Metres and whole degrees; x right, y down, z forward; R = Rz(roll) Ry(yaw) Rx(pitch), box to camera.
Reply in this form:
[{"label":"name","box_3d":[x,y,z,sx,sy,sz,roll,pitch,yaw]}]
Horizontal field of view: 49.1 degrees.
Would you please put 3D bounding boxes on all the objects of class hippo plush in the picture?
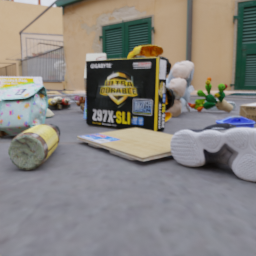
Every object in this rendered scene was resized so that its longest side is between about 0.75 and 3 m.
[{"label":"hippo plush","box_3d":[1.576,-1.904,12.593,2.395,2.373,2.979,12,14,20]}]

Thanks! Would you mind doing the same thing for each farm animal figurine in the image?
[{"label":"farm animal figurine","box_3d":[-1.925,-1.038,13.330,1.424,0.751,1.440,11,3,-13]}]

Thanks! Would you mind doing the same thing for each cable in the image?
[{"label":"cable","box_3d":[-4.183,-1.393,15.314,2.797,0.704,1.359,9,12,43]}]

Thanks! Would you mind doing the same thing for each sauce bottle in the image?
[{"label":"sauce bottle","box_3d":[-1.701,0.266,5.478,0.644,0.644,1.990,-1,7,-3]}]

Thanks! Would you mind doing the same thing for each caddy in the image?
[{"label":"caddy","box_3d":[2.891,-0.051,7.574,1.051,0.552,0.743,-3,9,-15]}]

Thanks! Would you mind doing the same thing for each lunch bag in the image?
[{"label":"lunch bag","box_3d":[-2.783,-0.528,7.426,1.114,1.308,0.797,-3,-19,18]}]

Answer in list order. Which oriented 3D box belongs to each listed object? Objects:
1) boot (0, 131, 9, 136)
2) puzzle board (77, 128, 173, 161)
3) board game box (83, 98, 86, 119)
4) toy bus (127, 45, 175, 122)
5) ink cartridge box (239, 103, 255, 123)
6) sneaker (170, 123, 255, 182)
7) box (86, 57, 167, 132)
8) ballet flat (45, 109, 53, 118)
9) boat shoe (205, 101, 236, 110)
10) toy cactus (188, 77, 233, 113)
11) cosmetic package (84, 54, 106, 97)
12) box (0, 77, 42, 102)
[{"label":"boot","box_3d":[-3.609,0.091,7.691,0.597,0.295,0.769,-2,17,3]},{"label":"puzzle board","box_3d":[0.230,0.340,6.290,1.843,0.213,2.446,-8,12,-37]},{"label":"board game box","box_3d":[-1.121,-1.154,10.366,0.331,1.810,1.369,5,4,-38]},{"label":"toy bus","box_3d":[0.196,-1.479,10.260,2.555,2.661,1.806,0,11,39]},{"label":"ink cartridge box","box_3d":[5.179,-0.530,10.190,1.432,0.653,1.738,-10,13,-43]},{"label":"sneaker","box_3d":[1.831,0.290,4.683,2.063,0.779,1.174,5,12,41]},{"label":"box","box_3d":[-0.135,-1.041,8.683,2.689,2.147,0.664,7,12,34]},{"label":"ballet flat","box_3d":[-3.646,-0.658,11.082,0.642,0.642,1.849,5,11,29]},{"label":"boat shoe","box_3d":[4.777,-1.207,14.807,1.632,0.578,0.741,8,10,4]},{"label":"toy cactus","box_3d":[4.049,-1.340,13.295,1.916,1.188,2.323,25,-39,-11]},{"label":"cosmetic package","box_3d":[-1.557,-2.563,13.699,1.040,1.232,2.384,-3,42,-3]},{"label":"box","box_3d":[-4.974,-1.409,12.366,2.313,1.301,1.172,-4,-27,-20]}]
